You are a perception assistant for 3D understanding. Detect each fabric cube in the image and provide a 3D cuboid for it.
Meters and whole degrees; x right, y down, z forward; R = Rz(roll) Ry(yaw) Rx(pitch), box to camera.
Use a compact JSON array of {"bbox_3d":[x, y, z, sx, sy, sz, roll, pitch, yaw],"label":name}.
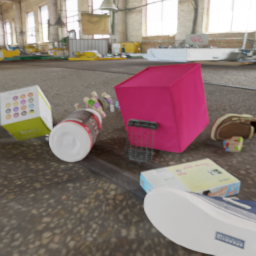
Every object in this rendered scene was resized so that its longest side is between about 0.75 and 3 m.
[{"bbox_3d":[1.248,-0.802,10.052,2.351,2.343,2.306,6,32,41],"label":"fabric cube"}]

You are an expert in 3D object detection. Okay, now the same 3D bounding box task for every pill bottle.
[{"bbox_3d":[-1.701,0.111,9.886,1.341,1.341,2.422,3,19,8],"label":"pill bottle"}]

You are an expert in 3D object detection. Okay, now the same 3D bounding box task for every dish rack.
[{"bbox_3d":[0.392,0.427,9.015,1.003,1.308,0.357,9,17,15],"label":"dish rack"}]

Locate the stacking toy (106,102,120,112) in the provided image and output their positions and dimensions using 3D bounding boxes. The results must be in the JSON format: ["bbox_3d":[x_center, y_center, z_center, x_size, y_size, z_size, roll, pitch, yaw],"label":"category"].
[{"bbox_3d":[-0.501,-1.211,15.474,1.197,0.373,1.587,-4,17,-17],"label":"stacking toy"}]

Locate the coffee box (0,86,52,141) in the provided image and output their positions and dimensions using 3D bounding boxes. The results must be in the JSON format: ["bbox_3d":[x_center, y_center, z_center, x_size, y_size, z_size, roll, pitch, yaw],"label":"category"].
[{"bbox_3d":[-3.782,-0.514,10.528,1.411,1.413,1.397,-13,63,-2],"label":"coffee box"}]

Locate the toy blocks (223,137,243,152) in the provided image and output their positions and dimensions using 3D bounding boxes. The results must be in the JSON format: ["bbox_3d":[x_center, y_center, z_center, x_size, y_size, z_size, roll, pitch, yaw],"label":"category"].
[{"bbox_3d":[3.699,0.576,10.016,0.612,0.447,0.895,1,28,32],"label":"toy blocks"}]

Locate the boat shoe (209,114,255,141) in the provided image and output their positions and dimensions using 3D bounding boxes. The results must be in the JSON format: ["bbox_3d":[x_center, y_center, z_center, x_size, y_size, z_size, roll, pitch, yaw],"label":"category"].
[{"bbox_3d":[4.330,-0.002,10.805,2.778,1.026,1.028,-13,28,-36],"label":"boat shoe"}]

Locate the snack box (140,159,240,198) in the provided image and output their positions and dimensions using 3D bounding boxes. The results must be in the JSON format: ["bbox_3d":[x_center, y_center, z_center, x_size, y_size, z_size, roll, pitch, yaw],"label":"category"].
[{"bbox_3d":[1.590,1.440,7.310,2.236,0.415,1.299,-8,25,-22],"label":"snack box"}]

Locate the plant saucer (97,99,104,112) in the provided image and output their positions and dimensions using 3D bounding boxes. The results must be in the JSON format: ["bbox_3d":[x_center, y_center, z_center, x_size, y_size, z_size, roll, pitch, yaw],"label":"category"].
[{"bbox_3d":[-1.398,-1.009,13.278,0.773,0.773,0.114,16,23,39],"label":"plant saucer"}]

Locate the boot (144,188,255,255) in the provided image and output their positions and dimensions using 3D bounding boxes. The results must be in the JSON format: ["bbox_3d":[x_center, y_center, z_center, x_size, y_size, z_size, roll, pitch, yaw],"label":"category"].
[{"bbox_3d":[1.832,1.826,5.618,2.893,1.052,1.307,18,18,25],"label":"boot"}]

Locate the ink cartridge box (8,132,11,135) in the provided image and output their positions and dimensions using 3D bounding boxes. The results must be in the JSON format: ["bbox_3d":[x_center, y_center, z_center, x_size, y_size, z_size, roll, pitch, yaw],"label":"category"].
[{"bbox_3d":[-4.530,-0.309,12.172,1.204,0.701,1.654,-6,22,-17],"label":"ink cartridge box"}]

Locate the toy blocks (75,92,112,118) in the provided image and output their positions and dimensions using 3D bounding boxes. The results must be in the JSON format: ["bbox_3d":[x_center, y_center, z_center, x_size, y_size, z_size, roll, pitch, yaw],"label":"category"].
[{"bbox_3d":[-1.453,-0.812,13.036,1.423,1.197,1.329,-41,39,-20],"label":"toy blocks"}]
